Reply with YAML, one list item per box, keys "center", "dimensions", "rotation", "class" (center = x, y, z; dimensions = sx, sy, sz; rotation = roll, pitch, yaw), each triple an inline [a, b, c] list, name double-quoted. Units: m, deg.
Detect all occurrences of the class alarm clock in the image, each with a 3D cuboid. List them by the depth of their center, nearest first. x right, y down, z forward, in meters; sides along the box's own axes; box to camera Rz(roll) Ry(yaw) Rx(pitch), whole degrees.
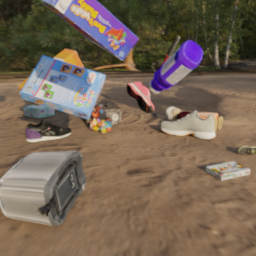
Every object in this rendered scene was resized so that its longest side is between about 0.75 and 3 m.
- center: [-1.121, -0.590, 13.069]
  dimensions: [1.760, 0.868, 2.609]
  rotation: [-5, 19, -17]
  class: "alarm clock"

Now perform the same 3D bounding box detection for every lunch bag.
- center: [-4.546, -0.856, 14.438]
  dimensions: [1.426, 0.550, 1.144]
  rotation: [10, 16, 31]
  class: "lunch bag"

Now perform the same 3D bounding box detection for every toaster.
- center: [-1.782, 1.237, 5.867]
  dimensions: [1.264, 1.112, 1.957]
  rotation: [0, 24, 14]
  class: "toaster"

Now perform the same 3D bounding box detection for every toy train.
- center: [-1.177, -0.407, 11.778]
  dimensions: [1.543, 1.159, 0.429]
  rotation: [22, -7, 44]
  class: "toy train"

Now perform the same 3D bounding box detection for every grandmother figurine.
- center: [2.882, -0.471, 12.714]
  dimensions: [2.653, 0.803, 1.609]
  rotation: [17, 14, 39]
  class: "grandmother figurine"

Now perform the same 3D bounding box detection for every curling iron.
- center: [1.628, -3.136, 12.112]
  dimensions: [0.510, 2.059, 0.263]
  rotation: [38, 48, -1]
  class: "curling iron"

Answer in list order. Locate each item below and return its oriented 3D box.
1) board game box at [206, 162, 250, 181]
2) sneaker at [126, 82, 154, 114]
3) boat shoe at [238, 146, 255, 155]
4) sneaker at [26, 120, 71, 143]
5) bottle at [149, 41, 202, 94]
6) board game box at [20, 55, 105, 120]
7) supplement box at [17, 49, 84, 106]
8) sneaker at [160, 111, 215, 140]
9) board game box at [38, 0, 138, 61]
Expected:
- center: [2.760, 1.185, 7.761]
  dimensions: [1.003, 0.174, 0.633]
  rotation: [-7, 16, -23]
  class: "board game box"
- center: [0.468, -0.959, 8.215]
  dimensions: [0.547, 0.465, 1.261]
  rotation: [-24, 56, -21]
  class: "sneaker"
- center: [3.976, 0.752, 9.164]
  dimensions: [0.755, 0.270, 0.248]
  rotation: [-1, 10, -20]
  class: "boat shoe"
- center: [-3.014, 0.051, 10.751]
  dimensions: [1.745, 0.764, 0.661]
  rotation: [-10, 18, -32]
  class: "sneaker"
- center: [1.642, -2.099, 10.377]
  dimensions: [2.543, 0.830, 1.062]
  rotation: [-40, 19, 55]
  class: "bottle"
- center: [-2.005, -1.310, 8.866]
  dimensions: [2.170, 0.397, 1.641]
  rotation: [17, 60, 2]
  class: "board game box"
- center: [-3.228, -2.172, 11.851]
  dimensions: [0.949, 0.918, 2.759]
  rotation: [22, 58, 37]
  class: "supplement box"
- center: [2.378, -0.212, 11.220]
  dimensions: [2.232, 1.027, 0.845]
  rotation: [7, 16, 24]
  class: "sneaker"
- center: [-0.981, -2.369, 5.934]
  dimensions: [1.622, 0.540, 2.412]
  rotation: [32, 9, -34]
  class: "board game box"
